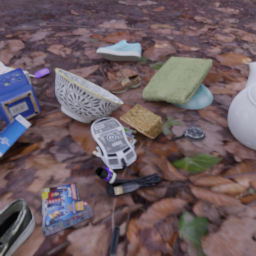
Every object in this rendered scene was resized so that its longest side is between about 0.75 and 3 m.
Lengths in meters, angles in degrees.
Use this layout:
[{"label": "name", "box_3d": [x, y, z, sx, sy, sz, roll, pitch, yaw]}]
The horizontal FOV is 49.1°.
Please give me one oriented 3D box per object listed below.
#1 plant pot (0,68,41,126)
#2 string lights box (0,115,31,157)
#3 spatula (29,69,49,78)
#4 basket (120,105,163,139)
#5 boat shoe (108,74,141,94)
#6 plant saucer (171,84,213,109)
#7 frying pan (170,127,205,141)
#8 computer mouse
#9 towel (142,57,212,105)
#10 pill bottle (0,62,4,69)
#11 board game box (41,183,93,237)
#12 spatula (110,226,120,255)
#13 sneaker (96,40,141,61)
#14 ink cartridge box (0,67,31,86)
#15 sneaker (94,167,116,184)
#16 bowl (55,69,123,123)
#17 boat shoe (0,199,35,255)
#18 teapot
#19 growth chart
[{"label": "plant pot", "box_3d": [-4.277, -1.062, 10.535, 1.597, 1.597, 1.436, -29, 51, -23]}, {"label": "string lights box", "box_3d": [-4.020, 0.449, 9.049, 0.523, 0.912, 1.775, 43, 43, -15]}, {"label": "spatula", "box_3d": [-4.869, -2.459, 13.352, 2.159, 0.222, 0.610, -16, 40, -18]}, {"label": "basket", "box_3d": [0.466, -0.062, 9.876, 1.256, 0.896, 0.935, 32, 60, 34]}, {"label": "boat shoe", "box_3d": [-0.154, -2.017, 12.503, 1.641, 0.589, 0.621, -24, 45, -27]}, {"label": "plant saucer", "box_3d": [2.616, -1.575, 12.088, 2.119, 0.408, 2.119, 0, 40, 0]}, {"label": "frying pan", "box_3d": [2.152, 0.186, 10.124, 1.296, 0.211, 0.784, 4, 36, 2]}, {"label": "computer mouse", "box_3d": [-0.299, 0.836, 8.877, 1.616, 0.646, 2.947, -18, 51, -14]}, {"label": "towel", "box_3d": [2.127, -2.072, 11.901, 2.213, 0.544, 2.983, 12, 51, 36]}, {"label": "pill bottle", "box_3d": [-6.404, -2.259, 12.479, 0.993, 0.993, 1.812, 30, 48, 32]}, {"label": "board game box", "box_3d": [-1.632, 2.125, 7.514, 1.277, 0.394, 1.278, -9, 39, -9]}, {"label": "spatula", "box_3d": [-0.394, 3.057, 6.554, 0.473, 0.172, 1.672, 3, 38, 7]}, {"label": "sneaker", "box_3d": [-0.450, -4.058, 14.542, 2.329, 0.861, 0.954, 6, 78, 6]}, {"label": "ink cartridge box", "box_3d": [-5.033, -1.900, 12.041, 1.352, 0.978, 0.995, 15, 42, 19]}, {"label": "sneaker", "box_3d": [-0.744, 1.285, 8.125, 0.525, 1.056, 0.367, 28, 79, -18]}, {"label": "bowl", "box_3d": [-1.659, -0.992, 10.343, 2.709, 1.271, 2.709, 27, 10, -5]}, {"label": "boat shoe", "box_3d": [-3.252, 2.819, 6.258, 1.010, 0.909, 2.856, 14, 41, 17]}, {"label": "teapot", "box_3d": [4.795, -0.608, 9.400, 2.770, 2.023, 2.734, 28, 56, 27]}, {"label": "growth chart", "box_3d": [-0.380, 0.529, 9.712, 1.333, 0.163, 1.842, 12, 41, 13]}]
